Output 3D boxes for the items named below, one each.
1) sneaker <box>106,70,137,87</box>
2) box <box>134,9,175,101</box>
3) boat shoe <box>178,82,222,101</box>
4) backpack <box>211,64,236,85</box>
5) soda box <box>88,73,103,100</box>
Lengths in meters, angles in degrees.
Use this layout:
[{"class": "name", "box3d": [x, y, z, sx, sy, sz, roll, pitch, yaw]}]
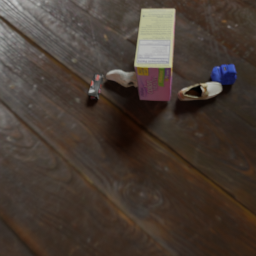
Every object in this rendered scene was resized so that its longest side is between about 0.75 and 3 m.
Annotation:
[{"class": "sneaker", "box3d": [-0.225, -2.090, 11.991, 1.500, 0.527, 0.601, 4, 70, 1]}, {"class": "box", "box3d": [1.132, -2.848, 11.213, 1.319, 2.399, 2.727, 4, 67, 9]}, {"class": "boat shoe", "box3d": [3.039, -1.480, 11.565, 1.860, 0.636, 0.695, -15, 91, -3]}, {"class": "backpack", "box3d": [4.053, -2.307, 11.948, 0.945, 0.793, 0.768, -5, 60, 2]}, {"class": "soda box", "box3d": [-1.370, -1.765, 11.934, 0.402, 0.360, 1.136, 9, 67, 5]}]
